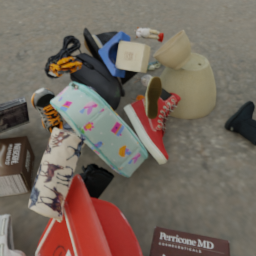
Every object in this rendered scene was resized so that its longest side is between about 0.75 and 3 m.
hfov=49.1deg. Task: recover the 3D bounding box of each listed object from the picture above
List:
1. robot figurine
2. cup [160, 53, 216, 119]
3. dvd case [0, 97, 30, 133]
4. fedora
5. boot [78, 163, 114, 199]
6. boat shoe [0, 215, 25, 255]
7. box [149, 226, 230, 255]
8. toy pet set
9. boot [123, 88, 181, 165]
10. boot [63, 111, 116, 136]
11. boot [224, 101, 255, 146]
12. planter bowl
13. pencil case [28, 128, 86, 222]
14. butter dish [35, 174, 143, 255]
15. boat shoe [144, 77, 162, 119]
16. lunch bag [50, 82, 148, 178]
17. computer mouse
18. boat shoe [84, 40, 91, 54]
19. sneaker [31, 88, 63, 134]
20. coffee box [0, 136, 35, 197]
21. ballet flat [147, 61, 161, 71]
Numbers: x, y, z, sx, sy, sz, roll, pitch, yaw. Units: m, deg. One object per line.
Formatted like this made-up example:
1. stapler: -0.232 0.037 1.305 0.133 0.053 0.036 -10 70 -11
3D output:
1. robot figurine: -1.720 -1.644 7.572 0.643 0.258 0.887 35 47 24
2. cup: 2.278 -1.806 10.746 2.474 1.769 2.474 0 44 0
3. dvd case: -4.013 -0.160 8.363 2.059 2.770 0.221 -23 87 -20
4. fedora: -0.499 -2.711 10.773 1.363 2.985 2.985 -29 49 -4
5. boot: -0.780 1.627 6.905 1.258 1.535 0.568 -56 40 -1
6. boat shoe: -2.716 3.092 6.151 0.935 1.024 2.845 -17 36 -23
7. box: 1.099 3.322 5.585 1.574 1.558 1.898 8 45 8
8. toy pet set: 0.089 -2.219 9.847 1.450 2.731 2.550 13 11 16
9. boot: 1.095 -0.197 8.866 1.810 0.908 2.508 -28 53 3
10. boot: -1.447 -0.555 9.872 2.213 0.999 0.805 -30 43 -29
11. boot: 4.405 -0.159 9.842 1.615 0.617 1.357 -37 51 -23
12. planter bowl: 1.553 -2.429 9.162 0.842 1.251 1.251 48 49 -14
13. pencil case: -1.338 0.888 5.390 0.757 0.659 1.693 24 70 -29
14. butter dish: -0.582 2.795 5.856 2.001 2.707 2.700 13 29 -34
15. boat shoe: 0.669 -0.892 8.119 0.462 1.249 0.414 1 20 -18
16. lunch bag: -0.833 -0.049 7.784 1.083 2.810 2.254 -44 27 -6
17. computer mouse: -1.124 -1.583 8.924 0.733 2.780 1.925 -20 37 42
18. boat shoe: -1.168 -3.820 13.616 2.196 0.782 0.708 31 45 17
19. sneaker: -2.325 -0.431 8.442 0.716 1.828 0.706 -31 55 -19
20. coffee box: -4.202 1.198 8.152 2.599 1.036 1.486 -7 44 -7
21. ballet flat: 1.177 -2.847 12.860 1.025 0.381 0.381 -32 52 -25
